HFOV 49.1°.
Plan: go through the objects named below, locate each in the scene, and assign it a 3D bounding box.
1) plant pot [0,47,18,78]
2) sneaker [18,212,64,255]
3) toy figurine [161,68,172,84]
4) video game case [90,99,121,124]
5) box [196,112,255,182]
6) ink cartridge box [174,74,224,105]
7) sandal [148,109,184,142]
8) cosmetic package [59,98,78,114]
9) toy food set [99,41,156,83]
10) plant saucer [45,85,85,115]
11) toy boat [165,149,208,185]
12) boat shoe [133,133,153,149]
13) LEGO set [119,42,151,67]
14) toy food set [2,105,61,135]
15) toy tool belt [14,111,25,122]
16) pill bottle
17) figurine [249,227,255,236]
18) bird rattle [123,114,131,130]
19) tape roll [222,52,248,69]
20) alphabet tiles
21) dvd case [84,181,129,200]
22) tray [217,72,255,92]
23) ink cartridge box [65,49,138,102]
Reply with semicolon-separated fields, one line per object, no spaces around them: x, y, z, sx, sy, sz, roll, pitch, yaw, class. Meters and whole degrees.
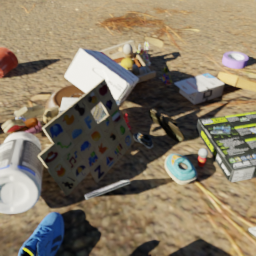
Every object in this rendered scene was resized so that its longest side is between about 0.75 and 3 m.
-5.994;-3.003;13.178;1.153;1.153;1.121;9;47;11;plant pot
-1.986;2.640;6.353;0.644;0.766;1.953;6;38;11;sneaker
1.602;-2.268;12.615;0.408;0.774;0.463;-19;2;-31;toy figurine
-0.760;-0.486;8.692;0.895;0.990;0.126;13;14;-32;video game case
3.917;0.482;9.171;2.571;0.611;2.483;-9;38;-10;box
2.918;-1.614;11.746;1.850;0.617;1.071;-18;42;-21;ink cartridge box
1.355;-0.153;9.635;1.548;0.632;0.422;41;62;17;sandal
-1.690;0.052;9.159;1.178;0.929;2.190;3;47;-4;cosmetic package
-0.205;-2.913;12.733;2.033;0.856;2.833;-20;47;-6;toy food set
-2.007;-1.055;11.119;2.594;0.474;2.594;1;40;0;plant saucer
1.789;1.055;8.407;1.372;0.638;1.153;-18;41;-20;toy boat
0.492;0.325;9.410;0.311;0.399;0.879;-39;49;-25;boat shoe
0.480;-3.988;14.447;1.156;0.935;2.513;-19;43;-20;LEGO set
-3.031;-0.152;8.999;1.619;0.401;2.547;-32;-3;16;toy food set
-3.719;-0.197;9.611;0.486;0.778;0.478;13;0;-33;toy tool belt
-2.998;1.086;7.627;1.311;1.311;2.305;-8;27;-10;pill bottle
4.152;2.538;6.562;1.955;0.841;1.907;-21;35;-24;figurine
-0.572;-0.010;9.902;1.313;0.740;1.070;16;48;1;bird rattle
5.429;-3.446;14.220;1.188;0.390;1.188;-1;39;1;tape roll
-1.078;0.380;7.859;0.108;2.388;2.856;7;42;44;alphabet tiles
-0.587;1.649;7.525;1.193;0.887;0.095;-18;83;-14;dvd case
4.505;-1.882;11.381;1.102;0.414;2.234;14;16;-3;tray
-0.831;-1.818;10.205;1.969;1.147;2.721;36;16;-1;ink cartridge box
